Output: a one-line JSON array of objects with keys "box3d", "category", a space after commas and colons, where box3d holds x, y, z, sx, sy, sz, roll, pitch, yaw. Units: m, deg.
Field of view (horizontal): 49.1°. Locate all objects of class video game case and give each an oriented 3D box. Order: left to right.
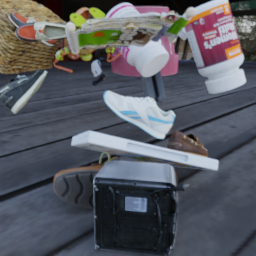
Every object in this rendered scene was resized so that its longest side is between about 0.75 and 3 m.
[{"box3d": [0.252, 0.547, 6.266, 2.787, 0.251, 1.996, 14, -10, -18], "category": "video game case"}]

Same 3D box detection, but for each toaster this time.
[{"box3d": [0.188, 1.289, 4.602, 1.470, 1.329, 0.872, 2, 18, 7], "category": "toaster"}]

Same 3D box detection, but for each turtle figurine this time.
[{"box3d": [-1.365, -3.103, 9.904, 2.732, 2.203, 0.880, -13, 64, -18], "category": "turtle figurine"}]

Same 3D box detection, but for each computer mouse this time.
[{"box3d": [-1.400, -2.485, 12.249, 0.676, 1.233, 0.271, -30, -29, 25], "category": "computer mouse"}]

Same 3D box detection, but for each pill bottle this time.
[{"box3d": [0.231, -2.497, 8.053, 1.122, 1.122, 1.979, -17, 65, -43], "category": "pill bottle"}, {"box3d": [2.576, -2.344, 8.259, 1.344, 2.453, 1.344, -20, 11, 4], "category": "pill bottle"}]

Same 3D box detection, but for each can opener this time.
[{"box3d": [0.737, -2.080, 8.980, 0.694, 2.600, 0.869, -2, -24, -15], "category": "can opener"}]

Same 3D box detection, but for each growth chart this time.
[{"box3d": [-0.065, -2.039, 6.117, 2.693, 0.239, 1.949, -6, -1, 1], "category": "growth chart"}]

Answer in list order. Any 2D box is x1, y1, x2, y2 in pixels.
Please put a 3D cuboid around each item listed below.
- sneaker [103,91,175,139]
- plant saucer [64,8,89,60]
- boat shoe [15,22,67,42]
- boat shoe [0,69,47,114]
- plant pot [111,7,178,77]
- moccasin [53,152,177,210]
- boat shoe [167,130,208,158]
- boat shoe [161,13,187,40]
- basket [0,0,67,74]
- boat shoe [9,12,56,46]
[{"box3d": [0.212, -0.385, 5.622, 1.505, 0.608, 0.576, 28, 16, -10], "category": "sneaker"}, {"box3d": [-1.975, -3.750, 11.164, 0.328, 2.034, 2.034, 25, 23, 9], "category": "plant saucer"}, {"box3d": [-1.792, -2.051, 5.995, 1.158, 0.412, 0.362, -7, 17, -21], "category": "boat shoe"}, {"box3d": [-3.341, -1.419, 9.052, 0.844, 0.897, 2.497, 35, 30, -13], "category": "boat shoe"}, {"box3d": [0.701, -3.635, 11.716, 2.877, 2.575, 2.877, 0, 21, 0], "category": "plant pot"}, {"box3d": [-0.257, 1.070, 5.939, 2.581, 0.944, 0.996, -6, 18, -19], "category": "moccasin"}, {"box3d": [1.646, 0.477, 7.400, 0.643, 0.643, 1.828, 4, -8, 36], "category": "boat shoe"}, {"box3d": [1.694, -3.753, 10.422, 1.293, 0.423, 0.476, 38, 37, -1], "category": "boat shoe"}, {"box3d": [-3.930, -3.353, 10.057, 1.956, 2.042, 2.741, 38, 30, 10], "category": "basket"}, {"box3d": [-2.794, -3.024, 8.371, 1.453, 0.455, 0.517, 28, 36, -28], "category": "boat shoe"}]
